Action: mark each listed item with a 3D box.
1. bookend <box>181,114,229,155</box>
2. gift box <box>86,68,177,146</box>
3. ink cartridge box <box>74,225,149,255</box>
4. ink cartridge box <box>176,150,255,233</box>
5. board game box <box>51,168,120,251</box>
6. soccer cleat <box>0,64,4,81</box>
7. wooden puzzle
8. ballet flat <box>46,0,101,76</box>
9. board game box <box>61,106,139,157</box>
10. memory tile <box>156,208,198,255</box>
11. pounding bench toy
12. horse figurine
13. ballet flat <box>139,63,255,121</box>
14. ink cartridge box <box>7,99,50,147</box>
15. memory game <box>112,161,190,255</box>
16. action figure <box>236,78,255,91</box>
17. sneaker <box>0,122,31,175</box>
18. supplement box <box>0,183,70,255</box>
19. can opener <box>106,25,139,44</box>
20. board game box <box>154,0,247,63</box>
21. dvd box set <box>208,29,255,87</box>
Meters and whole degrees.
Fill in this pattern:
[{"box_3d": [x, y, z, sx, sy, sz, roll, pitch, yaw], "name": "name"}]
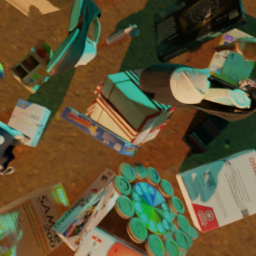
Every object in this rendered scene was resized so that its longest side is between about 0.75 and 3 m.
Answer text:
[{"box_3d": [2.678, 0.071, 9.125, 1.570, 1.560, 0.723, -40, 84, -6], "name": "bookend"}, {"box_3d": [-0.008, -0.465, 7.496, 1.698, 1.678, 1.818, 49, 129, 19], "name": "gift box"}, {"box_3d": [-0.877, 4.809, 8.989, 2.168, 0.670, 2.673, 27, 81, 4], "name": "ink cartridge box"}, {"box_3d": [3.133, 1.988, 9.117, 2.555, 1.070, 1.844, -19, 83, -2], "name": "ink cartridge box"}, {"box_3d": [-0.943, 2.060, 7.087, 0.333, 1.213, 1.922, 29, 60, 29], "name": "board game box"}, {"box_3d": [-4.043, -1.954, 8.425, 0.406, 1.255, 0.525, -6, 55, -15], "name": "soccer cleat"}, {"box_3d": [-2.642, -4.090, 7.664, 2.562, 2.370, 0.477, -2, 73, 33], "name": "wooden puzzle"}, {"box_3d": [-1.211, -2.294, 7.211, 0.932, 0.927, 2.725, 31, 59, -32], "name": "ballet flat"}, {"box_3d": [-0.582, 0.100, 6.059, 1.540, 1.042, 0.265, 31, 90, 18], "name": "board game box"}, {"box_3d": [1.171, 2.766, 7.891, 1.536, 1.177, 0.129, 41, 123, 17], "name": "memory tile"}, {"box_3d": [-2.457, -1.892, 7.975, 1.096, 1.405, 0.873, -31, 117, 24], "name": "pounding bench toy"}, {"box_3d": [3.597, -2.207, 7.876, 1.585, 2.392, 0.597, -6, 118, -9], "name": "horse figurine"}, {"box_3d": [1.667, -0.833, 6.083, 2.851, 0.975, 0.969, 11, 85, -20], "name": "ballet flat"}, {"box_3d": [-3.468, -0.156, 9.635, 1.007, 0.590, 1.394, 21, 82, 3], "name": "ink cartridge box"}, {"box_3d": [0.584, 1.759, 6.248, 0.151, 2.376, 2.376, -42, 84, 28], "name": "memory game"}, {"box_3d": [4.205, -1.425, 9.642, 1.575, 1.025, 0.546, -20, 77, -12], "name": "action figure"}, {"box_3d": [-3.176, -0.143, 6.420, 1.815, 1.114, 2.790, -2, 80, -9], "name": "sneaker"}, {"box_3d": [-2.575, 2.586, 7.212, 0.885, 2.408, 1.517, -20, 91, 34], "name": "supplement box"}, {"box_3d": [-0.200, -3.366, 10.174, 1.245, 0.328, 0.414, -25, 84, -3], "name": "can opener"}, {"box_3d": [1.881, -3.086, 7.899, 2.524, 0.355, 1.707, -18, 62, 35], "name": "board game box"}, {"box_3d": [3.817, -2.494, 10.083, 1.451, 0.292, 1.984, 25, 83, 3], "name": "dvd box set"}]
